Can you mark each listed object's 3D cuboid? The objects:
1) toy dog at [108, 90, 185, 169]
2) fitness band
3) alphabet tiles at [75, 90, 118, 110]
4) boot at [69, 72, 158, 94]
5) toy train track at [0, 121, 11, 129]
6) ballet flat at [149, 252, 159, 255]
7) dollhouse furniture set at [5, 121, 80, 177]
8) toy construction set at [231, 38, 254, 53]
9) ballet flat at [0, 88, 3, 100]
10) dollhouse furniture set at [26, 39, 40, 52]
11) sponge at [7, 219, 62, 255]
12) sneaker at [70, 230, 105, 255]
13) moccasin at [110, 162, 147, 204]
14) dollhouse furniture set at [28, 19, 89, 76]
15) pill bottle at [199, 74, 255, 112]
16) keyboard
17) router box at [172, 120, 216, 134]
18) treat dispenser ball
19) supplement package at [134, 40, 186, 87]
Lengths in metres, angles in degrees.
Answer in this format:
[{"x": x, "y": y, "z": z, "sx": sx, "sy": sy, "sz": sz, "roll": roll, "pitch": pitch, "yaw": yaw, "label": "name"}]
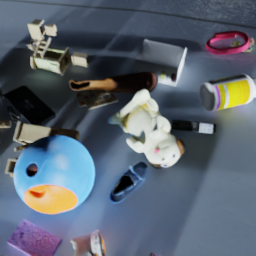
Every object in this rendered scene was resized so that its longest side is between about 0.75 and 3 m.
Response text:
[{"x": 0.791, "y": 0.295, "z": 9.827, "sx": 1.718, "sy": 2.388, "sz": 2.463, "roll": -37, "pitch": 74, "yaw": 8, "label": "toy dog"}, {"x": 5.018, "y": -4.304, "z": 14.221, "sx": 2.071, "sy": 0.387, "sz": 1.487, "roll": -6, "pitch": 53, "yaw": 10, "label": "fitness band"}, {"x": -1.456, "y": -1.455, "z": 12.449, "sx": 1.665, "sy": 0.063, "sz": 1.392, "roll": -17, "pitch": 55, "yaw": -13, "label": "alphabet tiles"}, {"x": -0.514, "y": -1.816, "z": 10.913, "sx": 2.545, "sy": 0.926, "sz": 2.704, "roll": 11, "pitch": 11, "yaw": 41, "label": "boot"}, {"x": -5.529, "y": 0.311, "z": 10.861, "sx": 1.660, "sy": 0.471, "sz": 2.895, "roll": -8, "pitch": 54, "yaw": -6, "label": "toy train track"}, {"x": 0.078, "y": 4.502, "z": 7.519, "sx": 0.958, "sy": 0.931, "sz": 2.693, "roll": 22, "pitch": 49, "yaw": 38, "label": "ballet flat"}, {"x": -2.954, "y": 0.991, "z": 10.209, "sx": 2.213, "sy": 1.231, "sz": 1.958, "roll": 9, "pitch": 78, "yaw": 6, "label": "dollhouse furniture set"}, {"x": 5.880, "y": -4.165, "z": 14.267, "sx": 1.108, "sy": 0.510, "sz": 0.726, "roll": -10, "pitch": 52, "yaw": 6, "label": "toy construction set"}, {"x": -6.278, "y": -2.071, "z": 12.613, "sx": 0.778, "sy": 0.535, "sz": 2.310, "roll": -28, "pitch": 58, "yaw": -19, "label": "ballet flat"}, {"x": -4.874, "y": -4.141, "z": 14.431, "sx": 0.991, "sy": 0.484, "sz": 0.845, "roll": 8, "pitch": 48, "yaw": 37, "label": "dollhouse furniture set"}, {"x": -2.866, "y": 3.493, "z": 8.595, "sx": 1.467, "sy": 0.219, "sz": 0.818, "roll": 21, "pitch": 56, "yaw": 16, "label": "sponge"}, {"x": -1.173, "y": 4.118, "z": 7.835, "sx": 1.067, "sy": 0.878, "sz": 2.319, "roll": -11, "pitch": 46, "yaw": 1, "label": "sneaker"}, {"x": 0.091, "y": 1.825, "z": 9.606, "sx": 0.731, "sy": 0.620, "sz": 1.818, "roll": 29, "pitch": 58, "yaw": 20, "label": "moccasin"}, {"x": -3.236, "y": -3.553, "z": 12.745, "sx": 2.394, "sy": 2.118, "sz": 1.331, "roll": 12, "pitch": 54, "yaw": 10, "label": "dollhouse furniture set"}, {"x": 4.343, "y": -1.519, "z": 11.736, "sx": 2.434, "sy": 1.269, "sz": 1.269, "roll": -12, "pitch": 54, "yaw": -9, "label": "pill bottle"}, {"x": -4.359, "y": -0.818, "z": 11.827, "sx": 1.509, "sy": 0.322, "sz": 2.513, "roll": -35, "pitch": 59, "yaw": -31, "label": "keyboard"}, {"x": 2.495, "y": -0.043, "z": 10.515, "sx": 1.468, "sy": 1.154, "sz": 0.383, "roll": 7, "pitch": 92, "yaw": 22, "label": "router box"}, {"x": -2.285, "y": 1.445, "z": 8.810, "sx": 2.433, "sy": 2.433, "sz": 2.433, "roll": 0, "pitch": 53, "yaw": 0, "label": "treat dispenser ball"}, {"x": 1.472, "y": -3.024, "z": 12.970, "sx": 2.011, "sy": 1.115, "sz": 1.566, "roll": 15, "pitch": 54, "yaw": 12, "label": "supplement package"}]
